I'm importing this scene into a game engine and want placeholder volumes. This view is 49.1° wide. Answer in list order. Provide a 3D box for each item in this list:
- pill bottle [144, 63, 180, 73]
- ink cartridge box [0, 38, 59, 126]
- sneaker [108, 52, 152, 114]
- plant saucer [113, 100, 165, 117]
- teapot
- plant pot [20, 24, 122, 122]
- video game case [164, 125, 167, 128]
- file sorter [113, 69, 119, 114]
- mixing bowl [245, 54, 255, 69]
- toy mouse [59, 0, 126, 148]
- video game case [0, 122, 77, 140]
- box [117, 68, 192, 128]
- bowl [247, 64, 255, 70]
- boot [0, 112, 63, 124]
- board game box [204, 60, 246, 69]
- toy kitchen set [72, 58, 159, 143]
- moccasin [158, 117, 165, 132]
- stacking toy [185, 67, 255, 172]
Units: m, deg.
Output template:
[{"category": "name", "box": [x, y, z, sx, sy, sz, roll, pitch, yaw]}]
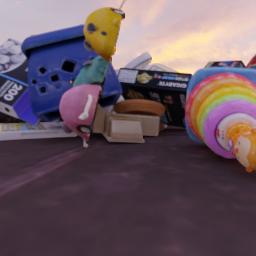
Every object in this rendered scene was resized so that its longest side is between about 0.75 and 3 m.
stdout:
[{"category": "pill bottle", "box": [1.548, -1.776, 11.808, 2.768, 1.512, 1.512, 34, 25, 32]}, {"category": "ink cartridge box", "box": [-2.693, -1.239, 7.065, 2.037, 2.018, 0.442, 22, -34, 6]}, {"category": "sneaker", "box": [-0.055, -1.258, 8.675, 2.421, 0.857, 0.884, -44, -2, 15]}, {"category": "plant saucer", "box": [0.260, -0.381, 6.787, 1.260, 0.236, 1.260, 2, -13, 0]}, {"category": "teapot", "box": [-1.173, -0.501, 7.834, 1.541, 1.140, 1.561, -29, 47, -32]}, {"category": "plant pot", "box": [-1.235, -1.146, 6.051, 1.784, 1.604, 1.783, -16, -2, -7]}, {"category": "video game case", "box": [0.386, -0.070, 8.213, 1.219, 0.110, 0.873, 5, 8, 43]}, {"category": "file sorter", "box": [-1.628, -1.246, 10.246, 2.005, 1.799, 2.889, -10, 14, -36]}, {"category": "mixing bowl", "box": [3.964, -0.872, 7.541, 2.276, 2.276, 1.233, -5, 25, -41]}, {"category": "toy mouse", "box": [-0.597, -0.545, 4.010, 0.482, 2.212, 2.489, 16, 40, -8]}, {"category": "video game case", "box": [-2.209, 0.050, 6.719, 1.606, 0.202, 1.765, -2, 8, -23]}, {"category": "box", "box": [0.793, -0.692, 7.062, 1.698, 0.491, 2.136, 9, -19, 19]}, {"category": "bowl", "box": [3.015, -0.600, 5.717, 0.728, 1.552, 1.552, -14, 7, -4]}, {"category": "boot", "box": [-3.214, -0.481, 8.708, 2.086, 0.830, 2.397, 4, 5, 39]}, {"category": "board game box", "box": [2.621, -1.001, 8.621, 0.693, 2.247, 2.246, 39, -1, -21]}, {"category": "toy kitchen set", "box": [-0.207, -0.655, 5.803, 1.910, 1.723, 1.558, 4, 6, -12]}, {"category": "moccasin", "box": [0.779, -0.095, 7.246, 0.334, 0.316, 0.864, -10, 5, -1]}, {"category": "stacking toy", "box": [1.458, -0.032, 3.880, 1.258, 1.330, 2.292, 3, 20, 8]}]
